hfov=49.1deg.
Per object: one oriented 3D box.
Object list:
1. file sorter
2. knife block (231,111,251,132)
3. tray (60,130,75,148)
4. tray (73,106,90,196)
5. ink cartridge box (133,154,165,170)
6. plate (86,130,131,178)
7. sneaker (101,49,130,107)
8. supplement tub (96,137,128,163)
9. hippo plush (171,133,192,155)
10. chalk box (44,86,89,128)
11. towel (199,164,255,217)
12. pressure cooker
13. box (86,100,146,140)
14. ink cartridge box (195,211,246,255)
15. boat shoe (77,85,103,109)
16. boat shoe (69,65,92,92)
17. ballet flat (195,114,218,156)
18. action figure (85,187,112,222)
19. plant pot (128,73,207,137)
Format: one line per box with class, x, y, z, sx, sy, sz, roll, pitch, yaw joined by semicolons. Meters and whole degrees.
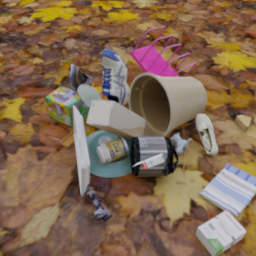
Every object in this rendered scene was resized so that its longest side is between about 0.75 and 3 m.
file sorter;1.666;-3.213;12.838;1.689;1.524;2.430;-30;77;-42
knife block;4.629;-0.309;11.630;0.818;0.298;0.932;18;46;20
tray;-2.227;0.436;10.928;0.405;0.152;0.821;23;46;24
tray;-1.568;0.684;9.337;0.313;1.517;2.825;-4;44;-14
ink cartridge box;0.612;1.036;8.190;0.906;0.494;0.228;-24;85;13
plate;-0.625;0.780;10.430;2.492;0.318;2.492;0;44;0
sneaker;-0.628;-1.890;11.618;1.005;2.670;1.177;13;47;37
supplement tub;-0.547;0.777;9.707;0.969;0.699;0.699;-22;47;-18
hippo plush;1.807;0.575;10.235;0.628;0.789;0.634;-36;65;-24
chalk box;-2.364;-0.817;11.596;1.752;1.090;1.084;22;47;24
towel;3.367;1.956;9.119;1.824;0.217;1.339;-33;46;-32
pressure cooker;0.894;0.962;9.361;1.558;1.392;1.370;-1;81;-7
box;-0.350;-0.223;9.562;0.992;2.088;0.812;6;79;36
ink cartridge box;2.609;2.978;7.911;1.099;0.463;0.803;-21;46;-21
boat shoe;-1.234;-0.855;10.862;0.607;2.013;0.761;-11;39;57
boat shoe;-1.896;-1.914;11.636;0.812;2.244;0.810;3;73;0
ballet flat;2.861;0.228;10.293;0.594;0.594;1.656;-15;78;-15
action figure;-0.957;2.257;8.509;0.409;0.767;1.179;-36;56;0
plant pot;1.704;-1.002;11.041;2.353;2.571;2.571;-15;43;-32
